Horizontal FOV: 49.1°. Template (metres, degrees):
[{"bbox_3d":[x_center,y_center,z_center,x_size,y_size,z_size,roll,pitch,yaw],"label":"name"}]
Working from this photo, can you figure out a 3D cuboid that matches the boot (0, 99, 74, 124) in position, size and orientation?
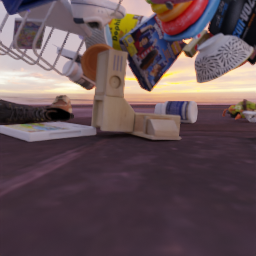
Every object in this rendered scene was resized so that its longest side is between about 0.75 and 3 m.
[{"bbox_3d":[-3.173,-0.478,8.677,2.086,0.830,2.397,4,5,37],"label":"boot"}]

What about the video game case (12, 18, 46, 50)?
[{"bbox_3d":[-3.006,-2.815,8.469,0.873,0.110,1.219,-7,-23,-29],"label":"video game case"}]

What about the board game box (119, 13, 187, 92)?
[{"bbox_3d":[0.989,-2.882,10.110,2.246,2.247,0.693,-40,36,-11],"label":"board game box"}]

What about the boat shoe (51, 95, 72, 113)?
[{"bbox_3d":[-3.637,-1.251,15.001,1.107,1.050,2.924,-1,6,-7],"label":"boat shoe"}]

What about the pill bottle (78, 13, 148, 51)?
[{"bbox_3d":[-0.568,-3.889,11.293,2.768,1.512,1.512,13,9,12],"label":"pill bottle"}]

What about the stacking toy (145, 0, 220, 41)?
[{"bbox_3d":[0.720,-3.000,5.935,2.292,1.330,1.258,32,-2,-31],"label":"stacking toy"}]

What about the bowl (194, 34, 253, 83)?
[{"bbox_3d":[2.232,-1.871,7.057,1.552,0.728,1.552,-33,15,10],"label":"bowl"}]

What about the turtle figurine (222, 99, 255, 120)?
[{"bbox_3d":[4.478,-0.747,10.396,1.635,0.653,2.027,-6,-10,33],"label":"turtle figurine"}]

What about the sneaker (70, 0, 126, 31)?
[{"bbox_3d":[-0.884,-3.339,8.282,0.884,0.857,2.421,19,21,26],"label":"sneaker"}]

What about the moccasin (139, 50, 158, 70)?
[{"bbox_3d":[0.740,-2.264,9.384,0.334,0.316,0.864,4,-41,-36],"label":"moccasin"}]

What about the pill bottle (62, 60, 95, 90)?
[{"bbox_3d":[-1.972,-2.181,11.610,0.822,0.822,1.420,4,-14,36],"label":"pill bottle"}]

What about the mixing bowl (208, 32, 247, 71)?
[{"bbox_3d":[3.392,-2.839,9.191,1.233,2.276,2.276,0,6,8],"label":"mixing bowl"}]

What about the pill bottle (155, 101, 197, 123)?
[{"bbox_3d":[1.675,-0.579,9.885,1.375,0.764,0.764,4,7,32],"label":"pill bottle"}]

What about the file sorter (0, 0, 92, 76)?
[{"bbox_3d":[-3.030,-2.990,8.545,2.889,1.799,2.005,21,-6,21],"label":"file sorter"}]

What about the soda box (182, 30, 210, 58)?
[{"bbox_3d":[2.117,-2.624,8.711,0.295,0.921,0.312,46,-7,-39],"label":"soda box"}]

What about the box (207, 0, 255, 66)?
[{"bbox_3d":[2.931,-2.792,6.874,0.491,1.698,2.136,-39,-20,-14],"label":"box"}]

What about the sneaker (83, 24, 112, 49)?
[{"bbox_3d":[-1.139,-3.479,9.853,1.048,2.835,1.161,-3,14,4],"label":"sneaker"}]

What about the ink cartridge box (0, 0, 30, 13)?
[{"bbox_3d":[-3.005,-3.447,5.668,0.442,2.037,2.018,-37,3,16],"label":"ink cartridge box"}]

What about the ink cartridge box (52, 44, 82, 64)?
[{"bbox_3d":[-2.240,-2.982,11.925,1.574,0.341,1.559,26,6,30],"label":"ink cartridge box"}]

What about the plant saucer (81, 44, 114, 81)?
[{"bbox_3d":[-0.928,-2.128,9.000,1.260,1.260,0.236,1,-7,6],"label":"plant saucer"}]

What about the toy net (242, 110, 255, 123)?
[{"bbox_3d":[5.077,-0.407,10.195,2.257,0.436,1.184,-6,11,-34],"label":"toy net"}]

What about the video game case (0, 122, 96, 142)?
[{"bbox_3d":[-1.897,0.060,6.566,1.606,0.202,1.765,-5,9,-41],"label":"video game case"}]

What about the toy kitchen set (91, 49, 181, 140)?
[{"bbox_3d":[0.406,-0.684,6.073,1.910,1.723,1.558,3,5,-26],"label":"toy kitchen set"}]

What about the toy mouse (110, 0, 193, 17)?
[{"bbox_3d":[0.392,-2.363,3.996,2.489,0.482,2.212,28,-52,-31],"label":"toy mouse"}]

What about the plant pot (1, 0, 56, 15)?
[{"bbox_3d":[-1.621,-3.317,5.050,1.784,1.604,1.783,-36,17,-28],"label":"plant pot"}]

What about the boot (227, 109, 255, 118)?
[{"bbox_3d":[5.331,-0.755,12.686,1.602,0.555,1.394,0,6,21],"label":"boot"}]
